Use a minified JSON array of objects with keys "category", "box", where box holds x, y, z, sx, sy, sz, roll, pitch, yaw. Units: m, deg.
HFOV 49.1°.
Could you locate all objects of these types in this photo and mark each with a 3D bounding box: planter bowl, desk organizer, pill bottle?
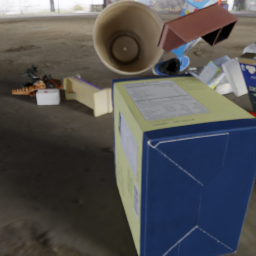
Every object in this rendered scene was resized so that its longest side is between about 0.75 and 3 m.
[{"category":"planter bowl","box":[-0.045,-3.248,10.819,2.641,2.641,1.778,-4,1,-7]},{"category":"desk organizer","box":[1.829,-2.500,7.293,2.062,0.740,0.794,-30,66,-26]},{"category":"pill bottle","box":[4.159,-1.945,8.204,2.457,1.405,1.405,-25,24,16]}]

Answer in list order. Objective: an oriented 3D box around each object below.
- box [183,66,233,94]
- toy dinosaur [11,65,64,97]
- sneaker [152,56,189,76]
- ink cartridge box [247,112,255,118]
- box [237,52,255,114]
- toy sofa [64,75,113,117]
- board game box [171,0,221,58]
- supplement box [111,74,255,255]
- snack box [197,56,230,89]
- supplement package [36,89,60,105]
[{"category":"box","box":[4.072,-2.327,13.516,2.379,0.575,1.884,-15,42,-38]},{"category":"toy dinosaur","box":[-4.171,-2.020,13.068,1.671,1.258,2.462,39,21,27]},{"category":"sneaker","box":[1.959,-2.521,11.325,1.808,0.694,1.006,-16,19,-25]},{"category":"ink cartridge box","box":[5.155,-0.378,10.728,1.334,0.335,1.537,7,29,11]},{"category":"box","box":[3.095,-0.712,6.052,0.302,1.864,1.129,-37,29,-8]},{"category":"toy sofa","box":[-1.613,-1.498,12.069,1.245,1.057,2.551,-22,35,-34]},{"category":"board game box","box":[2.305,-3.625,9.312,0.540,1.891,1.931,36,58,14]},{"category":"supplement box","box":[0.877,0.675,5.933,1.954,2.910,2.907,-6,28,-11]},{"category":"snack box","box":[2.881,-1.787,9.682,1.113,1.320,0.447,-25,67,-39]},{"category":"supplement package","box":[-3.527,-1.366,12.369,0.901,0.540,0.546,-3,28,-6]}]
